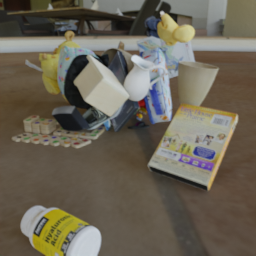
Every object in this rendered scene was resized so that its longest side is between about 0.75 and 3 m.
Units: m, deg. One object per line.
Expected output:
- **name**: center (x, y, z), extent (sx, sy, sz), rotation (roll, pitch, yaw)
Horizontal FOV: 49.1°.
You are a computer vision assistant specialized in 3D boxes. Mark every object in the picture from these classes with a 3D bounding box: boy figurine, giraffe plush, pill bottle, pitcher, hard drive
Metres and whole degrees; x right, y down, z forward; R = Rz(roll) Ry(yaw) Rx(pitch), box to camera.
- **boy figurine**: center (1.238, -3.032, 8.633), extent (0.576, 1.111, 1.787), rotation (-41, 43, -19)
- **giraffe plush**: center (-2.751, -2.898, 12.750), extent (2.457, 2.848, 2.309), rotation (-30, 26, 55)
- **pill bottle**: center (-1.154, 1.764, 4.624), extent (1.297, 0.722, 0.722), rotation (13, 24, 32)
- **pitcher**: center (0.453, -1.380, 8.218), extent (1.065, 1.241, 0.752), rotation (15, 41, -4)
- **hard drive**: center (-1.940, -0.272, 9.218), extent (1.372, 0.925, 0.290), rotation (-1, 41, 48)

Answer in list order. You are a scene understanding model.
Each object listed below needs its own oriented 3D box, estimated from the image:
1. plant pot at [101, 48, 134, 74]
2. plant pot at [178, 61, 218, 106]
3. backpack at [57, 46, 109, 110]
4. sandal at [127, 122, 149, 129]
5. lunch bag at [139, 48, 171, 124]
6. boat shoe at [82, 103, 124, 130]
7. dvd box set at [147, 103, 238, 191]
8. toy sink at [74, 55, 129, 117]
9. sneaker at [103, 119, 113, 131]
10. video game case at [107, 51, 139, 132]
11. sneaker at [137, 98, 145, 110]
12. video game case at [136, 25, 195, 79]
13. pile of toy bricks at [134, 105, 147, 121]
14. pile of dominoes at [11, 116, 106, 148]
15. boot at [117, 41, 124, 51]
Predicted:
- **plant pot**: center (-0.143, -1.936, 10.735), extent (1.358, 2.024, 2.024), rotation (-4, 19, -41)
- **plant pot**: center (1.870, -1.207, 7.959), extent (1.101, 1.175, 1.101), rotation (7, 21, -3)
- **backpack**: center (-1.732, -2.023, 10.048), extent (1.574, 2.075, 2.487), rotation (15, 23, -23)
- **sandal**: center (0.395, -0.096, 9.690), extent (0.376, 0.239, 0.999), rotation (0, 3, 43)
- **lunch bag**: center (0.908, -1.459, 9.725), extent (0.923, 2.444, 1.958), rotation (-9, 37, 16)
- **boat shoe**: center (-0.935, -0.475, 9.332), extent (1.962, 0.707, 0.696), rotation (-40, -14, 30)
- **dvd box set**: center (1.668, 0.375, 7.155), extent (1.585, 0.319, 2.167), rotation (15, 60, 30)
- **toy sink**: center (-0.874, -1.240, 8.211), extent (1.049, 0.902, 1.609), rotation (31, 18, -42)
- **sneaker**: center (-1.024, -0.425, 10.195), extent (0.635, 0.554, 1.413), rotation (-31, 65, 0)
- **video game case**: center (-0.343, -1.231, 9.662), extent (0.216, 1.623, 2.272), rotation (-2, 62, -30)
- **sneaker**: center (-0.002, -1.243, 11.427), extent (2.369, 0.928, 1.368), rotation (-13, -12, -24)
- **video game case**: center (1.504, -2.801, 10.865), extent (1.949, 1.776, 0.214), rotation (-17, 25, 8)
- **pile of toy bricks**: center (0.140, -0.787, 10.843), extent (1.232, 0.608, 0.684), rotation (26, 62, 7)
- **pile of dominoes**: center (-2.304, -0.002, 9.655), extent (2.724, 0.434, 2.123), rotation (5, 21, 14)
- **boot**: center (-0.189, -2.645, 11.572), extent (0.720, 1.907, 0.702), rotation (9, 41, 5)
